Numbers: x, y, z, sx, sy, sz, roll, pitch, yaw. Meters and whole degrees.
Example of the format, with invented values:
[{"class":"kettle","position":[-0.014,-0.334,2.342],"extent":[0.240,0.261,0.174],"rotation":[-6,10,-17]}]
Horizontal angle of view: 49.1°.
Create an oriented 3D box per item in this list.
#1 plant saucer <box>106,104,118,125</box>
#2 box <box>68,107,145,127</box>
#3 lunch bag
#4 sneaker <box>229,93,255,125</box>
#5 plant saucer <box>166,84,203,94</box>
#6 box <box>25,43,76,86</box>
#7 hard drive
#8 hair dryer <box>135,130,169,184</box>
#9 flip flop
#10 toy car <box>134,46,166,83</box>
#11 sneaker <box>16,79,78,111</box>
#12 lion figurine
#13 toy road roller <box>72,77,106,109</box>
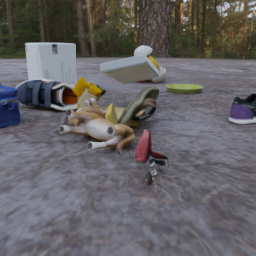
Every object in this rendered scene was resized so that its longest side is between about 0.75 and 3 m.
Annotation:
[{"class":"plant saucer","position":[-0.436,-0.219,7.927],"extent":[0.185,0.762,0.762],"rotation":[-15,25,6]},{"class":"box","position":[-0.638,-0.416,9.499],"extent":[2.251,0.239,1.840],"rotation":[2,16,9]},{"class":"lunch bag","position":[-4.386,-0.783,8.836],"extent":[2.010,1.330,1.365],"rotation":[11,20,33]},{"class":"sneaker","position":[4.354,-0.668,9.167],"extent":[2.094,0.917,0.793],"rotation":[-5,18,-17]},{"class":"plant saucer","position":[2.942,-2.052,14.709],"extent":[1.914,0.297,1.914],"rotation":[-1,17,0]},{"class":"box","position":[-3.481,-2.563,12.658],"extent":[1.617,2.461,2.474],"rotation":[-10,20,-29]},{"class":"hard drive","position":[0.160,-2.059,10.190],"extent":[1.559,0.315,2.363],"rotation":[-9,-4,16]},{"class":"hair dryer","position":[0.416,0.496,5.314],"extent":[0.263,0.968,0.737],"rotation":[-2,20,40]},{"class":"flip flop","position":[0.431,-0.563,8.269],"extent":[0.658,0.927,2.286],"rotation":[31,32,10]},{"class":"toy car","position":[1.047,-3.869,18.126],"extent":[2.067,2.413,2.757],"rotation":[-36,17,8]},{"class":"sneaker","position":[-2.999,-1.291,10.772],"extent":[2.941,1.153,1.168],"rotation":[1,11,-3]},{"class":"lion figurine","position":[-0.622,0.039,7.214],"extent":[2.657,0.963,1.627],"rotation":[33,17,36]},{"class":"toy road roller","position":[-1.462,-1.193,9.563],"extent":[0.986,0.830,1.350],"rotation":[38,16,-2]}]
